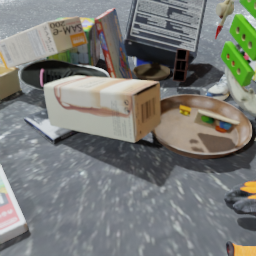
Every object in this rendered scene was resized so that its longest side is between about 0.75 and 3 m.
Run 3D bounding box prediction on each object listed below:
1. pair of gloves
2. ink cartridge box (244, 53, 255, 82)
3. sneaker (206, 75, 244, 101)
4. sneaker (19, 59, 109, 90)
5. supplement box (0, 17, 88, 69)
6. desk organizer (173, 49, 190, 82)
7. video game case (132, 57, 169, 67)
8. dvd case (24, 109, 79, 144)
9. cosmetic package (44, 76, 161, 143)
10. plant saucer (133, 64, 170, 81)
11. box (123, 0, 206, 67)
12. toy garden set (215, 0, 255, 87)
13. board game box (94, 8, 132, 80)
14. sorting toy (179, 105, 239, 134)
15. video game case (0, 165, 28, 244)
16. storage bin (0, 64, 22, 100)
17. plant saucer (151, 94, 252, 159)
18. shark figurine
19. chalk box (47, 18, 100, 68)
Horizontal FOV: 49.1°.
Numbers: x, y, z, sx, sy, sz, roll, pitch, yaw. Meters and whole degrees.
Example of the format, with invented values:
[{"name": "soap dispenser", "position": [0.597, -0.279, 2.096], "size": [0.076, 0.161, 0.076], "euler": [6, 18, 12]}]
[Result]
[{"name": "pair of gloves", "position": [2.828, 1.426, 4.127], "size": [2.663, 0.370, 2.989], "euler": [-2, 13, 19]}, {"name": "ink cartridge box", "position": [5.142, -2.135, 10.168], "size": [1.273, 0.731, 1.753], "euler": [-4, 34, -6]}, {"name": "sneaker", "position": [3.161, -1.423, 9.133], "size": [1.636, 0.697, 0.630], "euler": [-23, 40, -30]}, {"name": "sneaker", "position": [-2.110, -1.540, 8.756], "size": [2.969, 1.050, 1.472], "euler": [5, 17, 1]}, {"name": "supplement box", "position": [-2.694, -2.643, 8.716], "size": [2.393, 0.880, 1.508], "euler": [-5, 22, 31]}, {"name": "desk organizer", "position": [1.755, -2.067, 9.298], "size": [0.379, 1.058, 0.407], "euler": [10, 13, 17]}, {"name": "video game case", "position": [1.163, -3.112, 11.921], "size": [1.945, 0.442, 1.763], "euler": [-4, 33, -5]}, {"name": "dvd case", "position": [-1.971, -0.155, 7.678], "size": [1.124, 0.185, 1.495], "euler": [-28, 43, -36]}, {"name": "cosmetic package", "position": [-0.620, -0.555, 6.700], "size": [2.528, 1.103, 1.307], "euler": [9, 25, 30]}, {"name": "plant saucer", "position": [0.882, -2.098, 10.584], "size": [1.407, 0.207, 1.407], "euler": [0, 33, 0]}, {"name": "box", "position": [1.280, -3.844, 10.373], "size": [2.607, 2.586, 1.606], "euler": [13, -8, -5]}, {"name": "toy garden set", "position": [2.780, -2.750, 6.443], "size": [0.545, 2.732, 2.277], "euler": [-9, 52, -9]}, {"name": "board game box", "position": [-0.391, -2.299, 8.731], "size": [0.238, 2.449, 1.261], "euler": [-1, 33, 23]}, {"name": "sorting toy", "position": [1.835, -0.161, 6.616], "size": [1.337, 0.996, 0.179], "euler": [18, 80, 11]}, {"name": "video game case", "position": [-3.371, 1.357, 5.329], "size": [2.055, 0.251, 2.874], "euler": [-20, 38, -28]}, {"name": "storage bin", "position": [-4.723, -1.436, 9.046], "size": [1.722, 0.813, 1.735], "euler": [17, 37, 23]}, {"name": "plant saucer", "position": [1.753, -0.043, 7.202], "size": [2.614, 0.450, 2.614], "euler": [1, 37, -1]}, {"name": "shark figurine", "position": [3.435, -0.799, 7.641], "size": [3.078, 1.839, 1.285], "euler": [45, 8, 20]}, {"name": "chalk box", "position": [-2.146, -3.062, 10.707], "size": [1.687, 1.695, 2.725], "euler": [2, 32, 4]}]
